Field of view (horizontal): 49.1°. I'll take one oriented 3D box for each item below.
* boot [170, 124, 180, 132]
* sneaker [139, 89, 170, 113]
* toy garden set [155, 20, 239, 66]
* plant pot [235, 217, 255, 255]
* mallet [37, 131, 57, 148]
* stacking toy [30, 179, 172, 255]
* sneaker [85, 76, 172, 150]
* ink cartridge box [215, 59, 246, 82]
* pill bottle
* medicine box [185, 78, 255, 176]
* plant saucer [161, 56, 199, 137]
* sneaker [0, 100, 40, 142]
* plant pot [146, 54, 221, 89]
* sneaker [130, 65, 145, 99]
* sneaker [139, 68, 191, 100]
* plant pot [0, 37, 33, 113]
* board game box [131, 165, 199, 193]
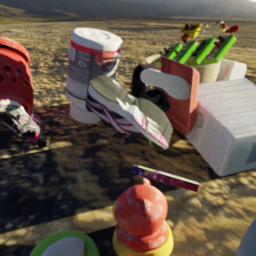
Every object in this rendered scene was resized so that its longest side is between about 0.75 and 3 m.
[{"bbox_3d":[1.217,-0.145,9.488,2.423,0.881,2.573,-15,36,-43],"label":"boot"},{"bbox_3d":[0.860,-0.426,8.287,0.913,1.323,2.378,35,15,29],"label":"sneaker"},{"bbox_3d":[2.396,-3.047,9.651,2.674,0.534,2.229,11,55,52],"label":"toy garden set"},{"bbox_3d":[2.550,1.807,3.443,2.418,2.272,2.418,1,26,0],"label":"plant pot"},{"bbox_3d":[-2.554,0.339,8.874,0.350,0.219,1.064,-2,21,3],"label":"mallet"},{"bbox_3d":[-0.295,2.048,4.148,2.606,1.216,2.879,-4,26,-10],"label":"stacking toy"},{"bbox_3d":[-0.023,-0.232,6.416,2.226,0.961,0.894,39,46,3],"label":"sneaker"},{"bbox_3d":[3.616,-2.181,12.117,0.988,1.688,2.335,1,20,-40],"label":"ink cartridge box"},{"bbox_3d":[-1.252,-1.691,9.492,1.625,2.936,1.625,10,30,-6],"label":"pill bottle"},{"bbox_3d":[3.008,-0.183,8.035,2.393,1.352,2.627,-9,39,-19],"label":"medicine box"},{"bbox_3d":[1.421,-0.964,7.905,0.341,1.853,1.856,-8,26,-17],"label":"plant saucer"},{"bbox_3d":[-3.253,-0.211,8.162,0.798,1.979,0.739,-22,64,19],"label":"sneaker"},{"bbox_3d":[2.155,-1.822,11.238,2.838,1.906,2.838,-3,26,1],"label":"plant pot"},{"bbox_3d":[0.350,-1.452,10.590,0.731,1.924,0.873,-2,-4,4],"label":"sneaker"},{"bbox_3d":[0.942,-1.200,7.287,1.498,0.529,0.743,19,15,-17],"label":"sneaker"},{"bbox_3d":[-4.527,-1.724,9.647,2.493,2.270,2.493,-1,-12,0],"label":"plant pot"},{"bbox_3d":[0.780,1.030,5.752,1.332,0.215,0.799,14,-1,16],"label":"board game box"}]
